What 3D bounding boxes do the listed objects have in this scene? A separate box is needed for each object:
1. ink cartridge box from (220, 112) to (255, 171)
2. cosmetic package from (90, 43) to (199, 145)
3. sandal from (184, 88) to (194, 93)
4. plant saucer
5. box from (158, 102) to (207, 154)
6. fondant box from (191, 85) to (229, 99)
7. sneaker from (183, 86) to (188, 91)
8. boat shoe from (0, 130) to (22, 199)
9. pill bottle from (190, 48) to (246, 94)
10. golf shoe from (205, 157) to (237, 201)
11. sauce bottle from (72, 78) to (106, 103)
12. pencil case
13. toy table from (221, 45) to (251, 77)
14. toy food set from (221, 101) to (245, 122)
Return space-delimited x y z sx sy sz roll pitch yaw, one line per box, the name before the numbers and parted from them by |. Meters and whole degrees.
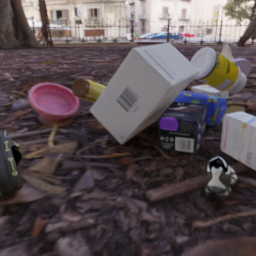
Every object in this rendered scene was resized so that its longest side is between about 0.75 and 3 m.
ink cartridge box | 3.380 0.354 7.686 0.697 1.201 1.627 -10 24 -20
cosmetic package | 0.592 -1.237 9.336 1.639 2.658 2.666 47 34 9
sandal | 2.820 -1.612 13.695 0.927 0.623 2.309 5 18 13
plant saucer | -3.038 -1.034 11.456 2.030 0.514 2.030 15 40 -13
box | 1.783 -0.080 9.022 1.217 1.056 1.991 7 22 21
fondant box | 4.242 -1.843 14.592 1.137 0.459 1.576 -13 25 -30
sneaker | 1.764 -1.602 13.225 2.291 0.920 0.989 -21 40 12
boat shoe | -3.069 0.792 7.014 0.791 0.937 2.628 -7 29 -18
pill bottle | 4.169 -2.502 12.813 2.582 1.437 1.437 19 9 -31
golf shoe | 2.174 0.997 6.456 0.644 0.783 1.658 2 11 21
sauce bottle | -1.284 -1.466 12.137 0.863 0.863 2.613 13 0 31
pencil case | 2.335 -0.811 10.935 2.820 1.225 1.100 12 -5 27
toy table | 6.231 -3.749 17.513 2.583 2.374 1.512 -1 35 -37
toy food set | 4.188 -0.576 11.138 0.843 0.245 1.221 8 49 31
